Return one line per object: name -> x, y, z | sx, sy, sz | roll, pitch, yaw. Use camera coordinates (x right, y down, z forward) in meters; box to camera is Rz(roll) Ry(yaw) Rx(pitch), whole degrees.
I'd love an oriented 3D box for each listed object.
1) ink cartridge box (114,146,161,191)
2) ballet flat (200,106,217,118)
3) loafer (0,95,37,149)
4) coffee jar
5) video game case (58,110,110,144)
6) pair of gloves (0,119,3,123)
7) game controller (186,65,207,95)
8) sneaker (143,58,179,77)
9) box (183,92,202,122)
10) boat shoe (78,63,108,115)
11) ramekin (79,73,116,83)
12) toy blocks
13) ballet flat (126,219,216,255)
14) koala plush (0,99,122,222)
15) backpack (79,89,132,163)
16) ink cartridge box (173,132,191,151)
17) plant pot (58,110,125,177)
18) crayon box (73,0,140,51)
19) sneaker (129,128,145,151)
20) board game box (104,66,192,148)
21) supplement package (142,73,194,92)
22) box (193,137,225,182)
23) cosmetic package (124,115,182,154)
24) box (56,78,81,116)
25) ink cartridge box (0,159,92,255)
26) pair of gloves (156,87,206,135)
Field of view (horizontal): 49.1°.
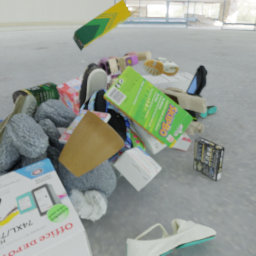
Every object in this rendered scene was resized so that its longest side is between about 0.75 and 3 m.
ink cartridge box -> 0.304, 1.130, 8.097 | 1.004, 0.588, 1.389 | 44, 13, 12
ballet flat -> 3.592, -0.768, 13.187 | 1.529, 0.520, 0.523 | -11, 17, -43
loafer -> -3.452, 0.199, 7.867 | 0.932, 2.675, 1.006 | 28, 7, -1
coffee jar -> -4.701, -1.644, 14.380 | 1.162, 0.951, 2.229 | 20, 33, 35
video game case -> -1.163, 0.005, 7.577 | 0.917, 0.112, 1.283 | 10, 46, 23
pair of gloves -> -6.069, 0.200, 11.364 | 2.095, 0.297, 2.606 | 18, 32, 32
game controller -> 2.598, -1.405, 11.296 | 0.477, 2.267, 1.183 | 19, 52, 2
sneaker -> 1.032, -2.147, 9.694 | 1.501, 0.568, 0.658 | 3, 40, -37
box -> 2.138, -0.828, 10.527 | 1.167, 0.867, 0.725 | 18, 68, 28
boat shoe -> -1.386, -1.097, 10.168 | 0.946, 2.560, 0.772 | -8, 42, -27
ramekin -> -1.566, -2.303, 15.432 | 2.591, 1.207, 2.591 | 0, 27, 0
toy blocks -> -0.418, -1.797, 11.432 | 2.118, 2.351, 2.516 | 5, 24, 43
ballet flat -> 0.941, 2.406, 6.186 | 2.144, 0.744, 0.744 | -12, 28, -18
koala plush -> -1.651, 1.127, 7.668 | 2.984, 2.742, 2.646 | 24, 20, 0
backpack -> -0.853, -0.072, 9.047 | 1.423, 1.930, 2.115 | 23, 44, -30
ink cartridge box -> 1.823, 0.352, 10.619 | 0.779, 0.448, 1.074 | 17, 23, -12
plant pot -> -0.948, 0.456, 6.460 | 1.284, 1.196, 1.196 | -46, 42, -12
crayon box -> -0.935, -4.169, 11.215 | 2.676, 0.680, 1.699 | -36, 15, -6
sneaker -> -0.425, 0.224, 10.158 | 1.110, 1.017, 2.650 | -43, 43, 5
board game box -> 0.623, -0.596, 8.374 | 2.521, 1.204, 0.378 | 38, -10, 1
supplement package -> 2.005, -1.756, 13.899 | 2.657, 1.553, 1.558 | -7, 25, -15
box -> 2.495, 0.978, 8.767 | 0.285, 1.160, 0.935 | -24, 34, -34
cosmetic package -> 0.834, -0.252, 9.512 | 1.315, 1.314, 1.594 | -36, 60, -5
box -> -2.239, -1.392, 12.863 | 1.142, 1.054, 2.226 | -31, 37, -22
ink cartridge box -> -1.850, 2.038, 5.634 | 1.551, 1.544, 2.114 | -22, 41, -22
pair of gloves -> 1.845, -0.547, 9.981 | 1.847, 2.172, 0.381 | 26, 65, 25
